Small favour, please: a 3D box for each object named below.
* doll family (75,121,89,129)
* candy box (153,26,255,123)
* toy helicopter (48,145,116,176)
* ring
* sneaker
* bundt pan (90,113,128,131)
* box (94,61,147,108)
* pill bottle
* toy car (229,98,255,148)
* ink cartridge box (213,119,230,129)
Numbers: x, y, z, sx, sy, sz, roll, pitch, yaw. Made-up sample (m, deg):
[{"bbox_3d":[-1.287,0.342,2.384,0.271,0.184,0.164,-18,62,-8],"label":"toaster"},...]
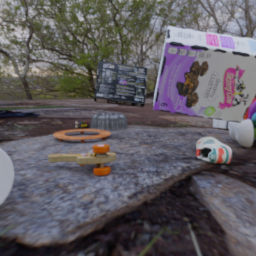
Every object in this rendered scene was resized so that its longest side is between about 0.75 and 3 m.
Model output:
[{"bbox_3d":[-2.422,-0.156,14.938,0.709,0.481,1.227,-8,7,-17],"label":"doll family"},{"bbox_3d":[2.370,-1.526,8.464,2.887,2.422,1.033,9,44,3],"label":"candy box"},{"bbox_3d":[-1.257,0.796,7.730,1.896,0.748,1.254,-1,6,8],"label":"toy helicopter"},{"bbox_3d":[-2.015,0.345,12.363,2.496,0.239,2.496,1,9,0],"label":"ring"},{"bbox_3d":[2.433,0.661,8.774,0.842,0.634,1.801,3,10,-15],"label":"sneaker"},{"bbox_3d":[-1.035,-0.390,15.384,2.118,0.795,2.118,1,8,0],"label":"bundt pan"},{"bbox_3d":[-0.305,-1.868,12.046,2.161,1.731,0.470,6,-18,-5],"label":"box"},{"bbox_3d":[-3.410,0.686,5.311,2.810,1.607,1.607,8,12,42],"label":"pill bottle"},{"bbox_3d":[5.214,-0.266,10.802,2.198,1.884,2.512,2,9,8],"label":"toy car"},{"bbox_3d":[5.786,-0.371,15.037,1.435,0.836,1.985,-8,11,-42],"label":"ink cartridge box"}]
